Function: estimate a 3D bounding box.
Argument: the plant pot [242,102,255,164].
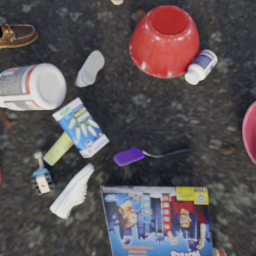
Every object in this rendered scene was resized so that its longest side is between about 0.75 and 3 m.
[{"bbox_3d":[4.918,0.128,8.267,1.980,2.213,2.213,-6,67,-18],"label":"plant pot"}]

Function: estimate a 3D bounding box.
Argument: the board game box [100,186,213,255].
[{"bbox_3d":[0.670,3.137,7.577,2.987,0.921,2.985,2,69,0],"label":"board game box"}]

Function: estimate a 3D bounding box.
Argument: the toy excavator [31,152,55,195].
[{"bbox_3d":[-2.632,1.368,8.536,0.520,1.041,1.012,-17,112,-8],"label":"toy excavator"}]

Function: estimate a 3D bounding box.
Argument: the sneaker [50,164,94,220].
[{"bbox_3d":[-1.491,1.865,8.178,0.629,0.649,1.776,38,95,3],"label":"sneaker"}]

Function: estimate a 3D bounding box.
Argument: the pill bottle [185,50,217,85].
[{"bbox_3d":[2.523,-2.100,9.818,0.660,0.660,1.189,36,72,13],"label":"pill bottle"}]

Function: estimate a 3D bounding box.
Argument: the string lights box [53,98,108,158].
[{"bbox_3d":[-1.405,0.017,8.411,0.828,0.475,1.611,-42,104,-31],"label":"string lights box"}]

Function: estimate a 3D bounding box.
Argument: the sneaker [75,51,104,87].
[{"bbox_3d":[-1.366,-2.074,9.758,0.610,0.643,1.597,44,51,-27],"label":"sneaker"}]

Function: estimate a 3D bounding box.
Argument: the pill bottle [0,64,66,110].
[{"bbox_3d":[-3.191,-1.218,8.698,2.305,1.335,1.335,2,65,32],"label":"pill bottle"}]

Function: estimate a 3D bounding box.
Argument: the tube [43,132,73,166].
[{"bbox_3d":[-2.077,0.526,8.924,0.380,0.425,1.465,26,66,34],"label":"tube"}]

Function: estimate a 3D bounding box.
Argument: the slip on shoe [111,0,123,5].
[{"bbox_3d":[-0.785,-5.754,11.362,0.652,0.519,1.715,-28,71,-11],"label":"slip on shoe"}]

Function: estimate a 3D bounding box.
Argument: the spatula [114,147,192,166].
[{"bbox_3d":[0.836,0.786,8.518,2.610,0.738,0.268,-3,109,-23],"label":"spatula"}]

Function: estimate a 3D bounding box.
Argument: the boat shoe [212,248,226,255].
[{"bbox_3d":[2.204,4.025,7.457,0.493,0.561,1.577,30,74,-29],"label":"boat shoe"}]

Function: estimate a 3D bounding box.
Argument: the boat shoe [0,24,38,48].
[{"bbox_3d":[-4.496,-3.409,10.298,2.200,0.774,0.774,-17,66,-8],"label":"boat shoe"}]

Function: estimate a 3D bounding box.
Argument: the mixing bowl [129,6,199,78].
[{"bbox_3d":[1.367,-3.279,9.893,2.656,1.439,2.656,0,67,-1],"label":"mixing bowl"}]
